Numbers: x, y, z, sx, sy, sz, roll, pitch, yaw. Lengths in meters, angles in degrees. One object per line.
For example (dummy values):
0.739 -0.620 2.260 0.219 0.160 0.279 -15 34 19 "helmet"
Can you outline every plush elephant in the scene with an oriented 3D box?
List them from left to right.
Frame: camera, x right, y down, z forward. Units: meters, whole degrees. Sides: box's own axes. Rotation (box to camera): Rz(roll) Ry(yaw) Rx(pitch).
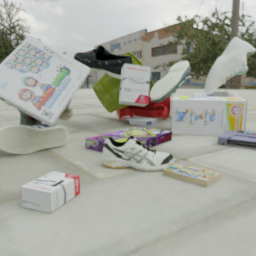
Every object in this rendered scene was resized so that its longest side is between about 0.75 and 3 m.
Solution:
-2.676 -0.849 9.232 1.801 1.916 2.326 -6 31 -1 "plush elephant"

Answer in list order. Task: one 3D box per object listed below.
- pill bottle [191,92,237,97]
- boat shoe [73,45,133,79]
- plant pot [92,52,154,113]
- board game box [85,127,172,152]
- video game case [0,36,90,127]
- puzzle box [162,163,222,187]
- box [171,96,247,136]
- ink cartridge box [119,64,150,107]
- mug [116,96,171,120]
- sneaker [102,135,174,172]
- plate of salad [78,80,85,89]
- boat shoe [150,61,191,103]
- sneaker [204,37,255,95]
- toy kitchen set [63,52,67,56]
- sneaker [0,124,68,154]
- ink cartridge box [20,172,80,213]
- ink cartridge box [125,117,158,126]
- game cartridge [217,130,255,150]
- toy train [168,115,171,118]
4.689 -1.347 15.434 2.324 1.322 1.322 1 11 3 "pill bottle"
-0.980 -2.660 10.718 2.781 0.922 1.039 26 42 29 "boat shoe"
-0.329 -1.806 12.455 2.163 2.246 2.246 -35 18 -8 "plant pot"
0.102 0.367 8.926 1.552 0.418 2.586 13 16 37 "board game box"
-2.493 -1.401 7.902 2.090 2.296 0.272 29 -33 -3 "video game case"
1.389 0.993 6.084 1.077 0.137 0.716 9 13 41 "puzzle box"
3.022 -0.492 10.765 2.625 1.331 1.477 2 12 12 "box"
0.188 -1.252 8.298 0.811 1.117 0.466 6 -6 -9 "ink cartridge box"
0.715 -1.240 13.819 2.555 1.704 2.268 -5 -1 -7 "mug"
0.230 0.573 6.657 1.748 0.766 0.661 2 9 4 "sneaker"
-2.317 -1.992 10.934 1.280 1.280 0.307 -3 38 -18 "plate of salad"
1.873 -1.768 11.602 1.014 0.861 2.785 2 40 40 "boat shoe"
3.924 -2.257 10.725 1.139 2.575 0.969 33 -5 20 "sneaker"
-2.717 -2.371 9.435 1.159 0.683 0.928 -11 7 28 "toy kitchen set"
-2.913 0.287 8.226 0.936 0.830 2.214 7 4 44 "sneaker"
-1.339 1.095 4.905 0.625 0.363 0.866 4 11 23 "ink cartridge box"
0.594 -0.298 12.755 1.148 0.249 1.128 5 11 31 "ink cartridge box"
4.030 0.385 8.858 2.041 0.392 1.323 7 17 32 "game cartridge"
2.510 -0.972 14.160 1.827 1.057 0.773 7 12 33 "toy train"
